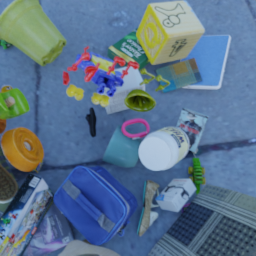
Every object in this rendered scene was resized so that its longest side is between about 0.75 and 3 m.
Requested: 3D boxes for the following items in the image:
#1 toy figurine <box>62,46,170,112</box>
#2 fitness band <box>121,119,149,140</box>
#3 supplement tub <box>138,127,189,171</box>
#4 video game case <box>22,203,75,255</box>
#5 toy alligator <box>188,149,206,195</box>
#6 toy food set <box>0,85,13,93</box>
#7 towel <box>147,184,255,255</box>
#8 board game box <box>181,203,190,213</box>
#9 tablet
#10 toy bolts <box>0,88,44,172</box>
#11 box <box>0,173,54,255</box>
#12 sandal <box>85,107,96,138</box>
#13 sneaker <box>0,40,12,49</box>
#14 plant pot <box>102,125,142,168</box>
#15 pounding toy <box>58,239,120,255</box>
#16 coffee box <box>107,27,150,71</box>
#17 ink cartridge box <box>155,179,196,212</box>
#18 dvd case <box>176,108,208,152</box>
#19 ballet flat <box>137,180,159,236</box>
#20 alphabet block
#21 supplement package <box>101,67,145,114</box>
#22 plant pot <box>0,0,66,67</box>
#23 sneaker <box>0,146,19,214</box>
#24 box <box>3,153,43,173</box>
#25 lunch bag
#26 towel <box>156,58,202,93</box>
[{"bbox_3d":[-0.453,-1.684,8.074,2.912,1.536,1.745,13,38,-30],"label":"toy figurine"},{"bbox_3d":[0.225,0.018,8.254,0.856,0.160,0.615,-14,59,-22],"label":"fitness band"},{"bbox_3d":[1.051,0.591,8.139,1.108,1.529,1.108,5,101,28],"label":"supplement tub"},{"bbox_3d":[-2.499,2.973,7.858,1.728,0.164,1.235,-23,61,-12],"label":"video game case"},{"bbox_3d":[2.120,1.234,8.619,0.467,0.427,1.575,2,63,1],"label":"toy alligator"},{"bbox_3d":[-4.961,-1.135,9.404,2.200,1.050,0.990,-12,54,-10],"label":"toy food set"},{"bbox_3d":[2.028,2.711,6.649,2.819,2.928,0.506,-45,105,-15],"label":"towel"},{"bbox_3d":[1.995,2.430,8.195,0.855,0.138,0.513,-11,68,-5],"label":"board game box"},{"bbox_3d":[2.764,-2.491,10.409,1.670,0.175,2.567,7,61,25],"label":"tablet"},{"bbox_3d":[-3.854,0.278,7.061,1.916,2.763,2.639,-30,82,16],"label":"toy bolts"},{"bbox_3d":[-2.747,2.435,7.196,0.410,1.486,2.175,20,60,12],"label":"box"},{"bbox_3d":[-1.222,-0.212,8.997,0.296,0.465,1.238,-13,44,7],"label":"sandal"},{"bbox_3d":[-5.300,-3.667,10.954,1.745,0.681,0.743,26,66,12],"label":"sneaker"},{"bbox_3d":[-0.097,0.641,8.545,0.974,1.214,1.214,24,65,0],"label":"plant pot"},{"bbox_3d":[-1.027,3.742,6.306,1.629,2.848,1.634,24,106,15],"label":"pounding toy"},{"bbox_3d":[0.405,-2.997,10.528,1.326,0.474,2.156,41,62,14],"label":"coffee box"},{"bbox_3d":[1.363,1.892,7.985,0.957,0.694,0.401,-39,104,-33],"label":"ink cartridge box"},{"bbox_3d":[1.935,0.063,8.881,0.877,0.132,1.201,24,101,26],"label":"dvd case"},{"bbox_3d":[0.627,2.293,8.023,0.526,0.568,1.611,10,65,3],"label":"ballet flat"},{"bbox_3d":[1.407,-3.299,9.720,1.542,1.514,1.506,-16,68,-24],"label":"alphabet block"},{"bbox_3d":[-0.228,-1.295,9.495,1.358,1.023,1.031,-15,56,-8],"label":"supplement package"},{"bbox_3d":[-3.269,-3.253,9.924,1.809,1.967,1.967,45,70,-5],"label":"plant pot"},{"bbox_3d":[-3.898,1.350,8.109,0.943,1.262,2.811,-23,52,-29],"label":"sneaker"},{"bbox_3d":[-3.319,0.985,8.767,1.223,0.393,0.429,19,65,8],"label":"box"},{"bbox_3d":[-0.824,2.038,7.399,2.072,1.371,1.408,38,97,20],"label":"lunch bag"},{"bbox_3d":[1.819,-1.896,10.136,1.479,0.160,1.084,-16,63,10],"label":"towel"}]
